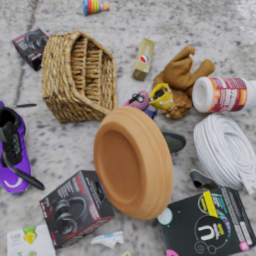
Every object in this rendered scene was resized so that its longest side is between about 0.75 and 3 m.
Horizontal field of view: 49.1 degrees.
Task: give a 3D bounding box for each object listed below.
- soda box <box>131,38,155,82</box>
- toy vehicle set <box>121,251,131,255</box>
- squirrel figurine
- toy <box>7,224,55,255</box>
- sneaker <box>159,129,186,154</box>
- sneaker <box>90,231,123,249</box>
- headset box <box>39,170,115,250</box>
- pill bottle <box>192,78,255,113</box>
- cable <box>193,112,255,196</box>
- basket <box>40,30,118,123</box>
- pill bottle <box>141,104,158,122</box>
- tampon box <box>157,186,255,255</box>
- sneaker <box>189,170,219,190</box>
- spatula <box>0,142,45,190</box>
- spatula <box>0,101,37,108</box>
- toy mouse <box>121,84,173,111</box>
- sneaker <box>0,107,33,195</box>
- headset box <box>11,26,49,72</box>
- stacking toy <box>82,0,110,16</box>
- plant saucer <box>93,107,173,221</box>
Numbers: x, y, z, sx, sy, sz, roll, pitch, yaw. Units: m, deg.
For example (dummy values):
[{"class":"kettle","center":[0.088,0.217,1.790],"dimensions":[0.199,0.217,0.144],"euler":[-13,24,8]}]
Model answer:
[{"class":"soda box","center":[0.587,-2.603,10.581],"dimensions":[0.522,0.553,1.632],"euler":[18,61,-7]},{"class":"toy vehicle set","center":[-0.504,4.257,6.900],"dimensions":[2.109,0.280,1.310],"euler":[-31,65,-17]},{"class":"squirrel figurine","center":[2.065,-1.298,9.512],"dimensions":[2.344,1.659,2.188],"euler":[-42,89,14]},{"class":"toy","center":[-2.422,3.561,7.145],"dimensions":[1.145,0.469,1.988],"euler":[-6,54,-19]},{"class":"sneaker","center":[0.519,0.706,8.002],"dimensions":[2.410,0.921,1.381],"euler":[-1,33,-1]},{"class":"sneaker","center":[-0.542,2.997,7.349],"dimensions":[0.901,0.338,0.390],"euler":[-13,69,0]},{"class":"headset box","center":[-1.313,2.083,7.376],"dimensions":[1.869,0.722,1.391],"euler":[-38,62,20]},{"class":"pill bottle","center":[2.857,-0.943,8.037],"dimensions":[1.798,0.985,0.985],"euler":[-2,59,-15]},{"class":"cable","center":[2.842,0.664,8.067],"dimensions":[2.271,0.786,2.272],"euler":[51,38,-2]},{"class":"basket","center":[-1.520,-1.837,9.289],"dimensions":[2.110,2.021,2.832],"euler":[-4,60,6]},{"class":"pill bottle","center":[0.569,-0.278,9.089],"dimensions":[0.569,0.569,1.018],"euler":[20,48,11]},{"class":"tampon box","center":[1.889,2.424,6.886],"dimensions":[1.910,1.206,1.432],"euler":[-27,62,24]},{"class":"sneaker","center":[1.919,1.433,7.031],"dimensions":[0.872,0.326,0.463],"euler":[29,26,-8]},{"class":"spatula","center":[-3.145,0.997,7.579],"dimensions":[0.272,2.649,0.749],"euler":[-29,41,6]},{"class":"spatula","center":[-3.645,-0.698,8.864],"dimensions":[1.494,0.422,0.154],"euler":[0,58,-4]},{"class":"toy mouse","center":[0.254,-0.471,8.425],"dimensions":[2.439,0.531,2.744],"euler":[-32,22,16]},{"class":"sneaker","center":[-3.594,0.563,8.374],"dimensions":[0.973,1.392,2.798],"euler":[-13,60,-8]},{"class":"headset box","center":[-3.623,-3.144,10.948],"dimensions":[1.223,0.635,1.644],"euler":[-37,68,-19]},{"class":"stacking toy","center":[-1.376,-5.329,12.286],"dimensions":[1.189,0.690,0.652],"euler":[-3,61,-15]},{"class":"plant saucer","center":[-0.090,0.960,7.276],"dimensions":[0.562,3.000,3.000],"euler":[-12,57,-37]}]
